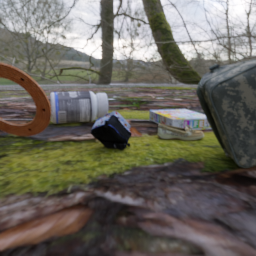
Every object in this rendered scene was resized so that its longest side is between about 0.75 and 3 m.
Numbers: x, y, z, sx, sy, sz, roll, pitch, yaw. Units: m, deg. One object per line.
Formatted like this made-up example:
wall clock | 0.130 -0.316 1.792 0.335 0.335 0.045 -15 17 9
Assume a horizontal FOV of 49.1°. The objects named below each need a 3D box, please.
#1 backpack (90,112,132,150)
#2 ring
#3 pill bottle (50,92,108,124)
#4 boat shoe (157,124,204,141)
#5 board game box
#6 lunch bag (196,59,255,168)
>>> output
backpack | -0.468 0.059 7.227 0.926 0.972 0.749 -16 35 38
ring | -3.361 -0.760 7.969 2.493 2.493 0.239 2 41 11
pill bottle | -1.920 -0.820 10.990 2.135 1.214 1.214 -4 12 -16
boat shoe | 1.565 0.113 8.306 1.370 0.430 0.502 1 11 2
board game box | 1.950 -0.343 10.658 1.618 0.412 2.406 -2 11 -15
lunch bag | 2.495 -0.382 6.239 1.476 2.119 1.777 -25 14 9
